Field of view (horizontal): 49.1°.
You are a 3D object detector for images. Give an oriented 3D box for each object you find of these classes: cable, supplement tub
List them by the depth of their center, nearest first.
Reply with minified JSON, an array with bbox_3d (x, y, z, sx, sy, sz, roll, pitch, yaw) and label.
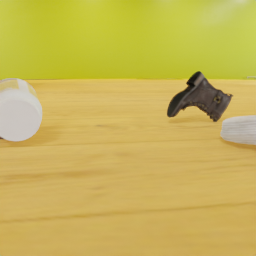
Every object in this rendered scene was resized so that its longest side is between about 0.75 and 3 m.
[{"bbox_3d":[3.252,0.006,7.033,1.798,0.623,1.798,0,6,39],"label":"cable"},{"bbox_3d":[-2.924,-0.498,7.245,1.262,1.262,1.735,-5,25,-22],"label":"supplement tub"}]

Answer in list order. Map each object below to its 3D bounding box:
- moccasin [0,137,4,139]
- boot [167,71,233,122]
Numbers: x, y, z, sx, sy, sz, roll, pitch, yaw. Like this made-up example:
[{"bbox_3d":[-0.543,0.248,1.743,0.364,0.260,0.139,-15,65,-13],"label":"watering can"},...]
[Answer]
[{"bbox_3d":[-3.473,0.128,7.683,0.777,0.300,0.284,6,13,24],"label":"moccasin"},{"bbox_3d":[2.504,-0.757,9.611,1.748,2.007,0.695,37,7,-20],"label":"boot"}]
